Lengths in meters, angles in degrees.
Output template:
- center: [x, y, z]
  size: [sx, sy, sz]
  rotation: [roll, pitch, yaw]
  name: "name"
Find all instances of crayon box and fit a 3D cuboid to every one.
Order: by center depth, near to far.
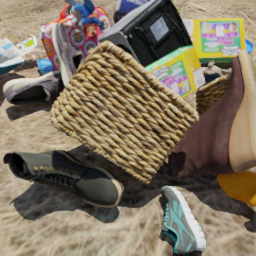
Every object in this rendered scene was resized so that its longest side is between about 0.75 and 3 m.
- center: [1.185, -1.347, 7.733]
  size: [1.945, 1.155, 0.567]
  rotation: [-33, 23, -26]
  name: "crayon box"
- center: [2.962, -3.141, 10.195]
  size: [2.416, 0.704, 1.435]
  rotation: [-2, 88, -3]
  name: "crayon box"

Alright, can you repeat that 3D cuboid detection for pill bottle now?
- center: [0.138, -4.915, 11.707]
  size: [1.306, 2.336, 1.306]
  rotation: [17, 3, -1]
  name: "pill bottle"

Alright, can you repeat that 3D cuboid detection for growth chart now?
- center: [-3.937, -3.032, 10.586]
  size: [1.136, 0.101, 0.822]
  rotation: [-31, 56, -3]
  name: "growth chart"

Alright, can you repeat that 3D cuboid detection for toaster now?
- center: [0.730, -2.479, 8.768]
  size: [1.641, 2.500, 2.765]
  rotation: [4, 46, 51]
  name: "toaster"

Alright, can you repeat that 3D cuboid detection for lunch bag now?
- center: [-1.735, -3.204, 10.005]
  size: [2.586, 2.278, 1.059]
  rotation: [-37, 33, -30]
  name: "lunch bag"

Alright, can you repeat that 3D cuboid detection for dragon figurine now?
- center: [-1.478, -3.821, 9.031]
  size: [0.565, 1.919, 0.954]
  rotation: [20, 63, 44]
  name: "dragon figurine"
- center: [2.791, -1.850, 9.796]
  size: [1.923, 0.956, 0.566]
  rotation: [0, 69, 46]
  name: "dragon figurine"

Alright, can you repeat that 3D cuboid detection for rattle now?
- center: [2.598, 1.793, 5.295]
  size: [1.956, 1.783, 2.738]
  rotation: [23, 45, 14]
  name: "rattle"

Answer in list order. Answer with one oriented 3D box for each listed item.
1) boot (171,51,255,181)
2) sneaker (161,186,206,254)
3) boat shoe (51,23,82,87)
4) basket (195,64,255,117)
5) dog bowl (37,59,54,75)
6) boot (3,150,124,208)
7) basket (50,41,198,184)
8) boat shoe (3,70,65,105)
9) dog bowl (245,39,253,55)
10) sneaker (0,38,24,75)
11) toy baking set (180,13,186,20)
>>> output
- center: [2.089, -0.284, 6.934]
  size: [2.485, 1.081, 2.988]
  rotation: [-20, 56, 39]
  name: "boot"
- center: [1.023, 2.006, 6.183]
  size: [0.735, 0.625, 1.611]
  rotation: [-17, 47, -13]
  name: "sneaker"
- center: [-1.766, -2.201, 8.675]
  size: [0.715, 2.208, 0.794]
  rotation: [-13, -1, 16]
  name: "boat shoe"
- center: [3.091, -1.232, 8.403]
  size: [2.164, 1.612, 1.545]
  rotation: [-23, 31, -22]
  name: "basket"
- center: [-3.047, -2.243, 10.464]
  size: [0.579, 0.257, 1.038]
  rotation: [-7, 40, -29]
  name: "dog bowl"
- center: [-1.442, 1.170, 6.211]
  size: [2.372, 1.641, 0.919]
  rotation: [18, 92, 29]
  name: "boot"
- center: [-0.138, -0.421, 6.668]
  size: [2.776, 2.068, 1.981]
  rotation: [34, 6, -18]
  name: "basket"
- center: [-2.657, -1.225, 9.061]
  size: [2.523, 0.907, 0.817]
  rotation: [-13, 49, -22]
  name: "boat shoe"
- center: [3.811, -3.168, 11.262]
  size: [2.222, 0.551, 1.239]
  rotation: [6, 46, 6]
  name: "dog bowl"
- center: [-4.547, -2.243, 8.945]
  size: [1.044, 1.102, 2.729]
  rotation: [-27, 11, 20]
  name: "sneaker"
- center: [1.297, -3.947, 11.112]
  size: [2.477, 1.901, 0.288]
  rotation: [-5, 5, -21]
  name: "toy baking set"
